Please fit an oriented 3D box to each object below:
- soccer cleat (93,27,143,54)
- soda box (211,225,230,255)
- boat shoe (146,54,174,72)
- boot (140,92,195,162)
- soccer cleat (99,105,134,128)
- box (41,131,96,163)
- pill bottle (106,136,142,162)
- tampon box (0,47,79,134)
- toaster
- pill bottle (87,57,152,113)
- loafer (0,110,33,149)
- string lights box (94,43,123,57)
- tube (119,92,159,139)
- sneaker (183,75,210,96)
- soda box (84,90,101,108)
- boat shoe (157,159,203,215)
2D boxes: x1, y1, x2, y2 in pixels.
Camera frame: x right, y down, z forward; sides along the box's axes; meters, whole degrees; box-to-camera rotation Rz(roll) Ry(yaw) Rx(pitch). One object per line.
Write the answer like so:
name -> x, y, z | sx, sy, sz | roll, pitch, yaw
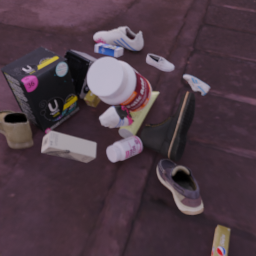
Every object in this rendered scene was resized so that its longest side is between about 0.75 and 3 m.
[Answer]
soccer cleat -> -0.509, -4.796, 14.557 | 2.798, 1.208, 0.977 | 17, 51, 14
soda box -> 2.647, 3.432, 8.050 | 0.366, 0.387, 1.142 | 15, 51, 12
boat shoe -> 1.095, -2.227, 9.542 | 1.005, 0.328, 0.370 | 18, 65, 6
boot -> 1.306, -0.207, 9.891 | 1.662, 0.931, 2.402 | 17, 90, 33
soccer cleat -> -0.368, -0.312, 8.692 | 0.783, 1.814, 0.634 | -27, 80, 11
box -> -1.595, 0.541, 7.635 | 1.377, 0.566, 0.471 | 17, 59, -30
pill bottle -> -0.131, 0.760, 9.942 | 1.188, 0.674, 0.674 | -20, 50, -37
tampon box -> -3.237, -1.432, 10.733 | 1.564, 2.478, 1.857 | 30, 57, 30
toaster -> -2.077, -2.295, 11.930 | 1.820, 1.646, 1.080 | 31, 21, 29
pill bottle -> -0.237, -1.446, 9.797 | 1.496, 2.621, 1.496 | -2, 84, 22
loafer -> -4.051, -0.165, 10.058 | 1.059, 0.939, 2.785 | -5, 24, -38
string lights box -> -0.838, -3.376, 12.164 | 1.105, 0.326, 0.568 | 18, 30, 18
tube -> 0.424, -0.638, 11.318 | 0.728, 0.651, 2.508 | 31, 55, -5
sneaker -> 2.760, -1.799, 11.599 | 1.197, 0.458, 0.483 | 34, 101, 13
soda box -> -1.234, -1.480, 11.335 | 0.437, 0.413, 1.289 | 18, 66, 28
boat shoe -> 1.607, 1.582, 8.792 | 0.948, 0.854, 2.637 | -2, 23, -11
